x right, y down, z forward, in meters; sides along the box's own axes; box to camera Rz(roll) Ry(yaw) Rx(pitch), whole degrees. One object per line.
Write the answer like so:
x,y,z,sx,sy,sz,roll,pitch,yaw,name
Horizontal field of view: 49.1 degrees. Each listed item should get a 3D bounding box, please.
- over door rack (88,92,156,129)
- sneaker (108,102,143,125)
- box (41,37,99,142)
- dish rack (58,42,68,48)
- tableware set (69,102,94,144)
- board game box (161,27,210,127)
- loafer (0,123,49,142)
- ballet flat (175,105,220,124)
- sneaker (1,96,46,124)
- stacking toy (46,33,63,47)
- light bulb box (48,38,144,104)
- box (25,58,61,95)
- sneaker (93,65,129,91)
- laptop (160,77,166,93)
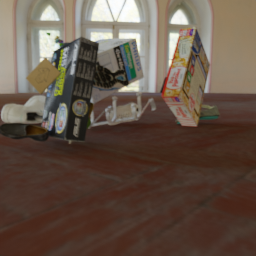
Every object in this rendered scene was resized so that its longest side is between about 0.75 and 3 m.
-0.315,-0.793,10.971,2.152,0.970,2.913,-9,8,19,over door rack
-0.053,-0.532,11.378,0.770,0.662,1.819,29,41,28,sneaker
-1.601,-0.932,7.355,0.542,2.450,1.963,9,-2,-33,box
-1.934,-1.976,9.270,1.245,1.623,0.443,16,33,42,dish rack
-1.402,-0.449,7.943,0.258,1.683,1.134,31,-53,-33,tableware set
2.153,-1.744,9.934,0.642,2.771,2.099,3,-25,32,board game box
-2.555,0.044,6.926,1.191,0.434,0.431,5,-24,-19,loafer
2.805,-0.590,11.517,2.033,0.648,0.685,-7,-10,-19,ballet flat
-3.872,-0.632,11.865,1.273,1.082,2.876,13,20,15,sneaker
-2.119,-2.614,8.521,0.574,0.179,0.762,40,14,4,stacking toy
-1.324,-2.506,11.714,2.765,1.725,2.741,-31,31,-30,light bulb box
-2.163,-1.322,7.123,0.615,0.752,0.080,46,6,9,box
-0.827,-1.438,9.022,0.881,0.768,1.959,-23,-11,35,sneaker
1.603,-1.852,11.572,0.429,0.736,0.830,26,-10,-39,laptop
